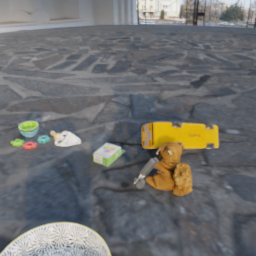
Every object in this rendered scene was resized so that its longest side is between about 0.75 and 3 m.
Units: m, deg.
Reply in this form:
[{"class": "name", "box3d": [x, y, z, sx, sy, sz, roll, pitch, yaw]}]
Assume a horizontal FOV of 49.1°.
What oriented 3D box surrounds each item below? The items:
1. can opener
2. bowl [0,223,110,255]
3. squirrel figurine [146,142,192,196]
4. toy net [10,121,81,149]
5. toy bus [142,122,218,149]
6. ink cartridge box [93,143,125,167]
[{"class": "can opener", "box3d": [0.527, 1.304, 7.882, 0.287, 1.078, 0.360, -8, 51, -48]}, {"class": "bowl", "box3d": [-1.379, 2.927, 5.240, 2.145, 1.006, 2.145, 1, 26, 0]}, {"class": "squirrel figurine", "box3d": [1.370, 1.169, 8.173, 1.057, 1.394, 1.493, -9, 31, -39]}, {"class": "toy net", "box3d": [-3.169, 0.341, 10.911, 2.604, 0.503, 1.366, 6, 27, 11]}, {"class": "toy bus", "box3d": [1.833, 0.305, 9.569, 2.603, 0.847, 1.019, 2, -9, -27]}, {"class": "ink cartridge box", "box3d": [-0.658, 0.874, 10.024, 0.621, 0.355, 1.197, 15, 30, 27]}]
